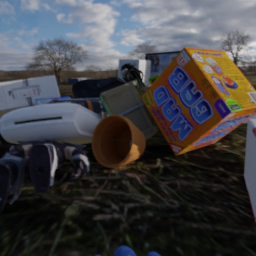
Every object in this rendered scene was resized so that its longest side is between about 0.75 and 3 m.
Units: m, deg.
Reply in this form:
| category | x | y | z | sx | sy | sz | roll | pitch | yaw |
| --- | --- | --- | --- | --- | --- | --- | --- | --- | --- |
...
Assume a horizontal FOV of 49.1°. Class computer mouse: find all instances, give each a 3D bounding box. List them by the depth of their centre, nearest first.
| category | x | y | z | sx | sy | sz | roll | pitch | yaw |
| --- | --- | --- | --- | --- | --- | --- | --- | --- | --- |
| computer mouse | -0.685 | -1.101 | 9.220 | 2.835 | 0.747 | 1.963 | -5 | -25 | 28 |

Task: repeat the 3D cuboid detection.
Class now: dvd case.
| category | x | y | z | sx | sy | sz | roll | pitch | yaw |
| --- | --- | --- | --- | --- | --- | --- | --- | --- | --- |
| dvd case | 1.340 | -1.640 | 11.180 | 0.236 | 2.694 | 1.922 | -4 | 10 | -41 |

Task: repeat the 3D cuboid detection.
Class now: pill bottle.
| category | x | y | z | sx | sy | sz | roll | pitch | yaw |
| --- | --- | --- | --- | --- | --- | --- | --- | --- | --- |
| pill bottle | -1.706 | -0.303 | 8.406 | 2.112 | 1.122 | 1.122 | -5 | 12 | -22 |

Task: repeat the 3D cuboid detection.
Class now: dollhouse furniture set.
| category | x | y | z | sx | sy | sz | roll | pitch | yaw |
| --- | --- | --- | --- | --- | --- | --- | --- | --- | --- |
| dollhouse furniture set | 0.173 | -0.385 | 7.575 | 2.315 | 1.516 | 1.162 | -27 | 0 | -38 |

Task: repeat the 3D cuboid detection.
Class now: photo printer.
| category | x | y | z | sx | sy | sz | roll | pitch | yaw |
| --- | --- | --- | --- | --- | --- | --- | --- | --- | --- |
| photo printer | -1.589 | -0.012 | 6.220 | 1.746 | 0.729 | 2.099 | -7 | -8 | 10 |

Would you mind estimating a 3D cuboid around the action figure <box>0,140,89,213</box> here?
| category | x | y | z | sx | sy | sz | roll | pitch | yaw |
| --- | --- | --- | --- | --- | --- | --- | --- | --- | --- |
| action figure | -1.472 | 0.597 | 4.698 | 1.527 | 0.814 | 2.346 | -7 | 3 | -2 |

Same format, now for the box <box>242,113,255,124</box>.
| category | x | y | z | sx | sy | sz | roll | pitch | yaw |
| --- | --- | --- | --- | --- | --- | --- | --- | --- | --- |
| box | 4.758 | -0.721 | 10.800 | 1.179 | 1.040 | 0.570 | -4 | 12 | -15 |

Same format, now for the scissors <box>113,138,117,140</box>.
| category | x | y | z | sx | sy | sz | roll | pitch | yaw |
| --- | --- | --- | --- | --- | --- | --- | --- | --- | --- |
| scissors | -0.159 | 0.269 | 8.151 | 0.747 | 0.142 | 2.043 | 4 | 10 | 31 |

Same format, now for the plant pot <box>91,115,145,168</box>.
| category | x | y | z | sx | sy | sz | roll | pitch | yaw |
| --- | --- | --- | --- | --- | --- | --- | --- | --- | --- |
| plant pot | -0.131 | 0.306 | 5.816 | 1.055 | 1.055 | 0.739 | 8 | -4 | 36 |

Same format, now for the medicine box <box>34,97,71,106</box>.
| category | x | y | z | sx | sy | sz | roll | pitch | yaw |
| --- | --- | --- | --- | --- | --- | --- | --- | --- | --- |
| medicine box | -2.395 | -0.492 | 9.607 | 1.274 | 0.720 | 1.398 | -9 | 28 | -31 |

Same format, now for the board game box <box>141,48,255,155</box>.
| category | x | y | z | sx | sy | sz | roll | pitch | yaw |
| --- | --- | --- | --- | --- | --- | --- | --- | --- | --- |
| board game box | 1.744 | -0.641 | 6.690 | 1.726 | 1.724 | 1.724 | -10 | -26 | -42 |

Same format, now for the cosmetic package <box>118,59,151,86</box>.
| category | x | y | z | sx | sy | sz | roll | pitch | yaw |
| --- | --- | --- | --- | --- | --- | --- | --- | --- | --- |
| cosmetic package | 0.211 | -1.341 | 10.450 | 0.837 | 2.349 | 1.191 | 8 | 13 | 24 |

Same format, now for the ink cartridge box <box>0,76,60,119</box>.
| category | x | y | z | sx | sy | sz | roll | pitch | yaw |
| --- | --- | --- | --- | --- | --- | --- | --- | --- | --- |
| ink cartridge box | -4.042 | -1.114 | 10.831 | 2.581 | 1.068 | 1.891 | -12 | -3 | -19 |

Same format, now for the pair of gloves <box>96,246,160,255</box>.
| category | x | y | z | sx | sy | sz | roll | pitch | yaw |
| --- | --- | --- | --- | --- | --- | --- | --- | --- | --- |
| pair of gloves | -0.543 | 1.429 | 1.446 | 2.977 | 0.339 | 2.393 | -3 | 11 | -13 |

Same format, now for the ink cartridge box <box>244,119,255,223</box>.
| category | x | y | z | sx | sy | sz | roll | pitch | yaw |
| --- | --- | --- | --- | --- | --- | --- | --- | --- | --- |
| ink cartridge box | 3.048 | 0.586 | 3.751 | 2.623 | 1.087 | 1.925 | 4 | 11 | 18 |
